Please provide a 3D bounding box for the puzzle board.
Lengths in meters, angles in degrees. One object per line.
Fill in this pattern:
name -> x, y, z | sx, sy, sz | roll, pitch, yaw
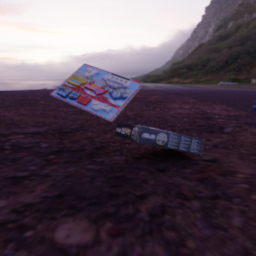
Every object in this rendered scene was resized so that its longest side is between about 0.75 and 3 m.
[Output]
puzzle board -> -1.029, -1.255, 9.040 | 2.451, 0.213, 1.847 | 24, 58, 23

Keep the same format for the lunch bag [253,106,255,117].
lunch bag -> 5.286, -0.149, 8.964 | 2.475, 1.638, 1.682 | -11, -1, -43

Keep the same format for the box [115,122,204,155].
box -> 0.842, 0.288, 8.016 | 2.038, 0.500, 1.643 | 12, 2, -23
